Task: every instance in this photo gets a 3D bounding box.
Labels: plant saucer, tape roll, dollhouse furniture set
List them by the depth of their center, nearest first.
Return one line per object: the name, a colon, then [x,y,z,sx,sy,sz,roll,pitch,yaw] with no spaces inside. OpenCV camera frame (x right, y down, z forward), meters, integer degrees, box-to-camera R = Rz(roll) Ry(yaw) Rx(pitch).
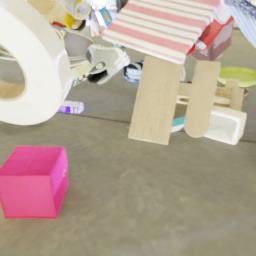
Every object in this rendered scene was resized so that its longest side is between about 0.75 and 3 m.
tape roll: [-2.433,-1.200,5.149,2.825,2.825,0.516,6,47,12]
dollhouse furniture set: [2.006,-0.406,8.880,2.844,2.436,2.990,10,-8,19]
plant saucer: [4.135,-1.431,11.436,1.471,0.253,1.471,-1,24,0]
plant saucer: [5.171,-2.405,13.289,2.198,0.342,2.198,-2,29,1]

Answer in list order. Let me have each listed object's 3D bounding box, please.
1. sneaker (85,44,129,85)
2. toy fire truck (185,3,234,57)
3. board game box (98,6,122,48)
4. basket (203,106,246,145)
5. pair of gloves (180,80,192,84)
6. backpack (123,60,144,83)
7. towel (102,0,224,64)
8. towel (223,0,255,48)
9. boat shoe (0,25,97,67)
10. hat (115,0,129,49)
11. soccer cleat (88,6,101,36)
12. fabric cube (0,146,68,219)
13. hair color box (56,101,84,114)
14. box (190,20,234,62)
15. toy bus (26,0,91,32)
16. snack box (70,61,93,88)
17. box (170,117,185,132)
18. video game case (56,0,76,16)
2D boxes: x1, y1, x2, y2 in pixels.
sneaker: [-0.624,-1.201,5.400,0.753,0.490,1.305,-51,36,-16]
toy fire truck: [1.401,-2.759,6.420,1.106,1.656,1.973,-38,81,-25]
board game box: [-0.555,-3.234,9.104,0.292,1.044,1.022,-27,-1,2]
basket: [2.685,-0.127,7.996,1.176,0.797,0.725,20,27,36]
pair of gloves: [2.554,-2.042,12.881,1.265,0.156,1.127,10,25,13]
backpack: [0.502,-2.617,13.201,1.233,0.909,1.351,-11,26,-22]
towel: [0.777,-2.167,5.261,1.648,0.337,2.252,25,67,24]
towel: [1.982,-1.544,4.327,0.204,1.236,1.707,-35,34,21]
boat shoe: [-2.077,-2.107,7.080,2.861,1.023,0.855,-3,6,-24]
hat: [0.188,-4.151,10.494,1.027,2.546,2.546,0,25,7]
soccer cleat: [-1.323,-4.243,11.115,0.475,1.297,0.442,-7,54,-7]
fabric cube: [-1.746,1.006,5.284,0.998,0.979,0.994,1,25,0]
hair color box: [-2.069,-0.731,9.881,0.876,0.284,0.479,5,25,16]
box: [2.988,-3.707,9.979,1.379,2.754,1.032,-43,59,-12]
toy bus: [-2.170,-3.548,9.029,2.472,2.619,1.353,-28,-25,16]
snack box: [-1.501,-1.804,9.114,1.151,0.214,0.669,-28,44,0]
box: [1.232,-0.047,8.179,1.001,0.412,0.246,-14,70,-27]
video game case: [-1.465,-3.171,6.379,0.104,0.860,0.943,-26,61,-28]
